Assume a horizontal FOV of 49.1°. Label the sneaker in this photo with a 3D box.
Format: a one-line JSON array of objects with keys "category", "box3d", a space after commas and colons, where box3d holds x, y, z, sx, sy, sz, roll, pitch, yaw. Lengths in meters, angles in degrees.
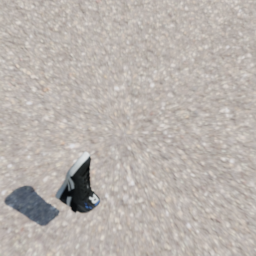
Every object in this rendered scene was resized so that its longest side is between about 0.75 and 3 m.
[{"category": "sneaker", "box3d": [-1.055, 1.467, 7.051, 1.076, 1.924, 0.703, 36, 41, 3]}]
